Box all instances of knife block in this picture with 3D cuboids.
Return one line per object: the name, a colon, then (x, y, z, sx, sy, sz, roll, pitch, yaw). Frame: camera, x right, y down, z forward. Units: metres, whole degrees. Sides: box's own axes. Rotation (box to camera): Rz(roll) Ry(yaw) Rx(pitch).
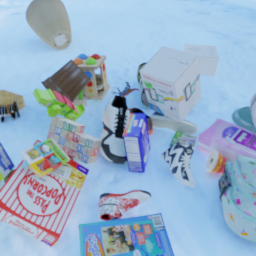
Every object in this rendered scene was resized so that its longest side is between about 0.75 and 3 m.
knife block: (-5.322, -0.910, 12.029, 1.798, 0.575, 1.578, 18, 39, 21)

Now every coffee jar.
coffee jar: (1.184, -2.089, 13.110, 1.442, 1.180, 2.766, 1, 36, -4)

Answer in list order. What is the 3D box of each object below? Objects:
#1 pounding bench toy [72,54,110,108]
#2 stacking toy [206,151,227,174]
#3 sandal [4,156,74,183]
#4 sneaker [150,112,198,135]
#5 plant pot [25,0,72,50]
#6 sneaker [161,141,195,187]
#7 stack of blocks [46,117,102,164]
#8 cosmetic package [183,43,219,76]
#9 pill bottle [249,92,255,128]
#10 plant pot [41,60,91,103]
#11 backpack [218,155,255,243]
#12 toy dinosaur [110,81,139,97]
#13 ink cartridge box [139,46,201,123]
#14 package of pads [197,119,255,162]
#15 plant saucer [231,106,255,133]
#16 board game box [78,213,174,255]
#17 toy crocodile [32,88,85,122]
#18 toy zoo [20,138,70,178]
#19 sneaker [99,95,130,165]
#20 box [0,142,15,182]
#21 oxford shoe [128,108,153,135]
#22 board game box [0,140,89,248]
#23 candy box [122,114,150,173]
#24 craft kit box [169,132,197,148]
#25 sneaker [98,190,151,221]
pounding bench toy: (-1.891, -2.192, 12.568, 1.445, 1.815, 2.326, 3, 34, 12)
stacking toy: (3.127, 1.251, 9.128, 1.023, 0.747, 0.747, 21, 38, -1)
sandal: (-2.771, 1.253, 8.947, 2.265, 0.612, 0.910, -12, 37, -32)
sneaker: (1.849, -0.330, 11.070, 1.961, 0.735, 0.828, 16, 49, 21)
plant pot: (-4.868, -6.517, 18.229, 2.802, 2.802, 2.992, -17, 58, -22)
sneaker: (1.807, 1.033, 8.878, 0.623, 1.015, 1.560, 23, 23, -37)
stack of blocks: (-1.883, 0.397, 9.702, 1.897, 1.092, 0.556, 20, 9, 25)
cosmetic package: (3.940, -3.793, 15.502, 1.818, 1.117, 1.812, 6, 37, 8)
pill bottle: (4.985, -0.507, 9.562, 1.433, 1.433, 2.519, 12, 23, 15)
plant pot: (-2.417, -1.836, 11.343, 1.508, 1.523, 1.523, -44, 45, 1)
backpack: (3.473, 1.861, 7.429, 1.889, 1.647, 2.149, 12, 43, 6)
toy dinosaur: (-0.216, -1.466, 11.992, 1.118, 0.587, 1.014, 23, 80, 3)
ink cartridge box: (1.614, -1.598, 10.262, 1.516, 2.067, 1.509, 27, 65, 34)
package of pads: (3.760, 0.654, 9.613, 2.445, 0.925, 1.473, 27, 44, 31)
plant saucer: (5.295, -0.412, 11.648, 1.858, 0.255, 1.858, 1, 36, -1)
board game box: (-0.053, 2.997, 6.712, 2.177, 0.490, 1.656, -4, 39, -9)
toy crocodile: (-2.427, -0.810, 10.089, 0.821, 2.660, 0.898, -38, 66, 8)
toy zoo: (-2.355, 0.838, 7.788, 0.884, 0.138, 1.347, 47, 34, 8)
sneaker: (-0.438, -0.025, 10.005, 1.075, 1.166, 2.915, 10, 45, -21)
box: (-4.136, 1.087, 7.573, 0.600, 1.536, 2.520, -9, 28, 19)
oxford shoe: (0.159, -0.566, 11.355, 0.807, 0.823, 2.268, -31, 46, -34)
board game box: (-2.340, 1.700, 7.764, 1.866, 0.570, 2.464, 32, 37, -11)
candy box: (0.312, 0.491, 9.275, 0.588, 1.528, 1.292, 1, 34, 15)
craft kit box: (2.062, 0.529, 10.417, 0.864, 0.210, 0.853, 14, 36, 18)
sneaker: (-0.092, 2.199, 7.747, 1.498, 0.500, 0.803, -5, 40, 5)
